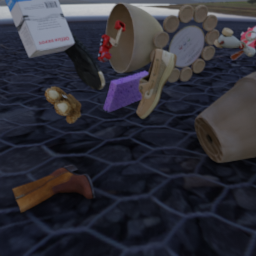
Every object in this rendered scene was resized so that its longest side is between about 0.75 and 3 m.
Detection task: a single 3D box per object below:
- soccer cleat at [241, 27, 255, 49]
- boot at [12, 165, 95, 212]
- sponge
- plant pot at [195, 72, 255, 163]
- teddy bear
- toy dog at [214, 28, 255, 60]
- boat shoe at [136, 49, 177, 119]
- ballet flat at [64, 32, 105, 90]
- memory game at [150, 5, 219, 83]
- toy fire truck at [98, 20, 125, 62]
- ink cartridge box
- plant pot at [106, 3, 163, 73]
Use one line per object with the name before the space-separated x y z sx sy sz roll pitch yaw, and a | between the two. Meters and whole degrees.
soccer cleat | 4.090 -2.923 8.137 0.646 1.689 0.563 57 12 20
boot | -1.879 1.598 7.052 1.748 0.599 1.646 -20 34 -32
sponge | -0.013 -1.105 8.388 0.250 0.934 1.674 36 38 24
plant pot | 3.422 -0.104 8.575 2.294 2.644 2.644 -22 32 -8
teddy bear | -1.761 -0.603 7.554 0.529 1.148 1.583 -45 12 6
toy dog | 2.448 -1.900 6.449 0.954 0.629 0.459 15 46 21
boat shoe | 0.545 -1.076 6.983 0.595 1.843 0.657 18 29 -13
ballet flat | -1.574 -2.496 9.896 0.812 0.950 2.858 -13 61 -47
memory game | 2.048 -2.900 9.922 2.832 2.832 0.180 -12 38 -22
toy fire truck | -0.418 -2.140 6.995 0.227 0.932 0.657 19 -15 -42
ink cartridge box | -2.450 -2.958 7.843 1.244 1.704 0.719 -26 10 -38
plant pot | 0.366 -3.232 10.230 1.593 2.372 2.372 -8 28 -25
